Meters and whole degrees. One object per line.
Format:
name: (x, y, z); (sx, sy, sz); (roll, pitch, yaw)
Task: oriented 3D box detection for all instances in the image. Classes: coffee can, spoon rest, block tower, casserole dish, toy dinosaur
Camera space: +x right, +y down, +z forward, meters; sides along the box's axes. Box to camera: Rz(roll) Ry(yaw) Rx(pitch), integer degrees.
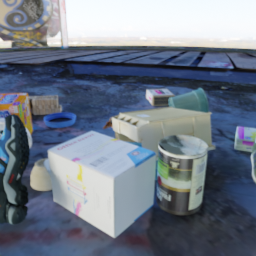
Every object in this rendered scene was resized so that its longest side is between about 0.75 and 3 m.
coffee can: (1.258, 1.096, 6.706); (1.137, 1.554, 1.137); (0, 21, 0)
spoon rest: (-4.413, 0.006, 8.843); (2.878, 1.430, 0.872); (23, 50, -1)
block tower: (-4.610, -1.057, 13.274); (2.777, 0.803, 0.750); (-2, 22, -8)
casserole dish: (0.469, 0.998, 8.389); (2.720, 0.528, 1.648); (3, 22, 9)
toy dinosaur: (-0.452, -0.264, 11.079); (1.417, 0.724, 0.962); (4, 4, 38)

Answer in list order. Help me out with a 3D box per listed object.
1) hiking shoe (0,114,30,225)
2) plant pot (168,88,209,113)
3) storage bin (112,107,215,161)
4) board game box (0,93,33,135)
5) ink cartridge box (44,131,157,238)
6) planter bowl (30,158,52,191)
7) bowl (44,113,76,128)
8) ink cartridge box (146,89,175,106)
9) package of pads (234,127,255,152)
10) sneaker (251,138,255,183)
hiking shoe: (-2.910, 0.871, 6.358); (1.122, 2.588, 0.963); (-3, -23, -6)
plant pot: (2.577, -0.913, 12.240); (1.409, 1.439, 1.439); (-10, 22, -5)
storage bin: (1.022, 0.093, 9.175); (2.484, 1.173, 2.502); (-9, 12, -20)
board game box: (-4.500, -0.284, 10.168); (1.585, 1.586, 1.585); (-3, 22, -7)
ink cartridge box: (-0.726, 1.146, 6.694); (2.339, 1.465, 1.503); (17, 27, 36)
planter bowl: (-2.248, 1.219, 7.702); (0.911, 0.613, 0.911); (-1, 22, 0)
bowl: (-2.945, -0.340, 12.140); (1.352, 0.265, 1.352); (0, 22, 0)
ink cartridge box: (1.717, -1.670, 15.128); (1.216, 0.554, 1.476); (-3, 23, -10)
package of pads: (4.393, 0.402, 9.953); (1.082, 0.478, 1.401); (8, 23, 19)
sneaker: (4.019, 0.819, 7.979); (0.851, 1.140, 2.538); (5, 22, 13)
